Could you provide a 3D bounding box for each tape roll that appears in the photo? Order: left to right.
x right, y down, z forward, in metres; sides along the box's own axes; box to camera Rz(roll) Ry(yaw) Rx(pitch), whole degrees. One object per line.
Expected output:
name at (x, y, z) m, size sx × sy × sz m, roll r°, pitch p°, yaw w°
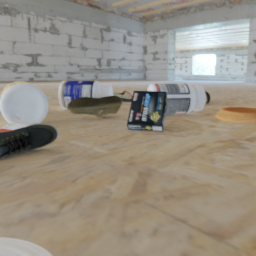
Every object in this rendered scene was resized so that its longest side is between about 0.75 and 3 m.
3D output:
tape roll at (-1.308, 1.535, 2.051) m, size 1.698 × 0.594 × 1.698 m, roll 0°, pitch 13°, yaw 0°

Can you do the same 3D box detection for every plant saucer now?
plant saucer at (5.034, -0.597, 12.295) m, size 2.260 × 0.423 × 2.260 m, roll 0°, pitch 12°, yaw 0°

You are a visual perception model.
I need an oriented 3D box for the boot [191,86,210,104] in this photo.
boot at (3.640, -2.034, 17.763) m, size 1.846 × 1.034 × 2.669 m, roll -10°, pitch 14°, yaw -19°

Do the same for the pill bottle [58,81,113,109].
pill bottle at (-2.197, -1.722, 14.868) m, size 2.642 × 1.529 × 1.529 m, roll 2°, pitch 12°, yaw 6°

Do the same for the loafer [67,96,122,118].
loafer at (-1.458, -0.850, 12.404) m, size 2.427 × 0.819 × 0.923 m, roll -4°, pitch 38°, yaw -8°

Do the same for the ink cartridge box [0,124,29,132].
ink cartridge box at (-3.656, 0.032, 9.101) m, size 1.069 × 0.375 × 1.315 m, roll 7°, pitch -2°, yaw 27°

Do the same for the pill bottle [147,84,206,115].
pill bottle at (2.269, -1.381, 13.406) m, size 2.560 × 1.483 × 1.483 m, roll -2°, pitch 12°, yaw -11°

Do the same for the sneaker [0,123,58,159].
sneaker at (-2.798, 0.420, 7.220) m, size 1.907 × 0.713 × 1.013 m, roll -11°, pitch 18°, yaw -5°

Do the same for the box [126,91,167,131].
box at (0.727, -0.654, 10.388) m, size 1.304 × 0.378 × 1.641 m, roll 3°, pitch 55°, yaw 13°

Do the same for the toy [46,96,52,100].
toy at (-5.274, -1.561, 13.695) m, size 2.657 × 0.627 × 1.530 m, roll -10°, pitch 0°, yaw 5°

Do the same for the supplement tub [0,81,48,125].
supplement tub at (-4.190, -0.987, 11.127) m, size 1.683 × 1.683 × 2.315 m, roll -6°, pitch 13°, yaw -25°

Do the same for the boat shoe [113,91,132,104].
boat shoe at (-0.285, -1.951, 17.648) m, size 2.556 × 0.800 × 0.910 m, roll -2°, pitch 11°, yaw -15°
